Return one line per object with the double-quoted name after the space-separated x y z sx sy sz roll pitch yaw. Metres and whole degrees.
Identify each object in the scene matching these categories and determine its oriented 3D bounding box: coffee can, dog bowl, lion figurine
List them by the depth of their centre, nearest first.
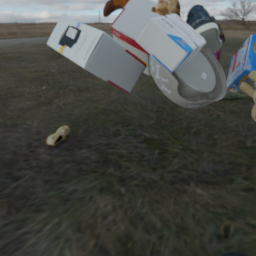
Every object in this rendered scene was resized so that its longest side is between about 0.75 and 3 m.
1.426 -1.381 6.822 2.092 0.613 2.092 17 55 -26 "dog bowl"
1.183 -2.793 7.324 1.742 0.631 1.067 39 6 -44 "lion figurine"
2.860 -3.496 11.044 1.520 1.113 1.113 -29 18 15 "coffee can"

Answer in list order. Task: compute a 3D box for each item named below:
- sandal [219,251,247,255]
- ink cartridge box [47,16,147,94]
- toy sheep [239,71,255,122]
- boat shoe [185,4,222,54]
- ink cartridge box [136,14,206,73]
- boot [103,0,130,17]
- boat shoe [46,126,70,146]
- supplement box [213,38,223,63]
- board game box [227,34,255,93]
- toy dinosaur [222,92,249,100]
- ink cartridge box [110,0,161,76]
1.007 2.599 3.977 2.890 0.692 1.086 1 19 -32 "sandal"
-0.877 -1.955 7.434 1.650 0.938 2.264 24 10 -45 "ink cartridge box"
3.550 -0.982 6.042 2.435 1.678 1.678 -47 37 -7 "toy sheep"
2.079 -2.667 8.109 1.012 0.836 2.703 -20 -6 19 "boat shoe"
0.865 -1.670 5.393 0.916 0.537 1.251 44 36 6 "ink cartridge box"
-0.232 -4.776 11.303 1.331 0.456 1.253 38 81 24 "boot"
-2.308 0.300 9.551 0.353 0.390 1.095 18 36 21 "boat shoe"
2.914 -2.499 9.803 0.499 1.166 0.643 10 -7 4 "supplement box"
3.408 -1.858 8.287 0.353 1.263 1.236 19 -19 0 "board game box"
5.106 -1.764 14.124 2.335 0.554 1.029 -6 38 -13 "toy dinosaur"
0.535 -3.257 10.123 1.562 1.570 2.160 32 -11 13 "ink cartridge box"
